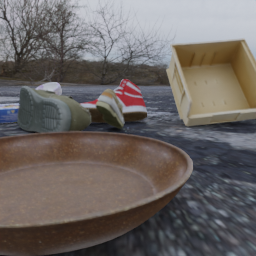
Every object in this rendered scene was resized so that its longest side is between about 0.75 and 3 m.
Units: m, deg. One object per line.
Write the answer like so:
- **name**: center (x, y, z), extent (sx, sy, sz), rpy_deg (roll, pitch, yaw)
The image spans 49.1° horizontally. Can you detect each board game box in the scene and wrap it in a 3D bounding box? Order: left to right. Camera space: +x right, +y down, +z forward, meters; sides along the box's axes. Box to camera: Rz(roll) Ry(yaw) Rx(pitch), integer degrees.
- **board game box**: center (-3.168, -0.533, 9.137), extent (2.478, 0.427, 1.677), rpy_deg (-5, 11, -25)

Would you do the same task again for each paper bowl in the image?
- **paper bowl**: center (-2.723, -1.171, 9.622), extent (0.897, 0.466, 0.897), rpy_deg (-8, 34, 6)

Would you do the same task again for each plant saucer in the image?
- **plant saucer**: center (-0.754, 0.530, 2.992), extent (2.806, 0.513, 2.806), rpy_deg (1, 10, 0)

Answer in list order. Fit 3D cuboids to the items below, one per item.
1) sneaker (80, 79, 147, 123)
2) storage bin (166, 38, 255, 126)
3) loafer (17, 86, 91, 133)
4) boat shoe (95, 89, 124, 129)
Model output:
- **sneaker**: center (-0.525, -0.826, 8.228), extent (2.102, 1.182, 0.749), rpy_deg (1, -26, -20)
- **storage bin**: center (2.420, -1.287, 7.868), extent (2.214, 2.198, 1.037), rpy_deg (-6, -30, -7)
- **loafer**: center (-1.911, -0.356, 6.903), extent (1.012, 1.092, 2.904), rpy_deg (3, 13, -41)
- **boat shoe**: center (-0.340, -0.419, 6.743), extent (0.552, 0.505, 1.478), rpy_deg (19, -15, 14)
